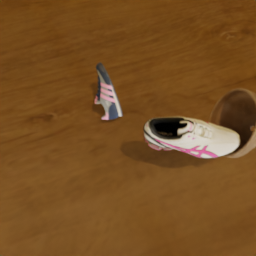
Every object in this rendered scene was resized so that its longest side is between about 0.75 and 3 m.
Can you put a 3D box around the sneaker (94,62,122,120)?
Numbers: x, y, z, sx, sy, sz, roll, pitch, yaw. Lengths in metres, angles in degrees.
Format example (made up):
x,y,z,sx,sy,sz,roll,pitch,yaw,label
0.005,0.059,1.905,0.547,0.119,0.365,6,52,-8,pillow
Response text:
x,y,z,sx,sy,sz,roll,pitch,yaw,label
-0.762,-1.074,8.492,0.720,0.616,1.756,-20,96,-1,sneaker

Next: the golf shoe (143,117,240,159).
x,y,z,sx,sy,sz,roll,pitch,yaw,label
1.411,0.200,6.175,2.169,0.999,0.787,5,74,3,golf shoe

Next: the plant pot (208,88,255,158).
x,y,z,sx,sy,sz,roll,pitch,yaw,label
2.749,-0.063,6.751,0.765,1.658,1.658,12,54,-21,plant pot
